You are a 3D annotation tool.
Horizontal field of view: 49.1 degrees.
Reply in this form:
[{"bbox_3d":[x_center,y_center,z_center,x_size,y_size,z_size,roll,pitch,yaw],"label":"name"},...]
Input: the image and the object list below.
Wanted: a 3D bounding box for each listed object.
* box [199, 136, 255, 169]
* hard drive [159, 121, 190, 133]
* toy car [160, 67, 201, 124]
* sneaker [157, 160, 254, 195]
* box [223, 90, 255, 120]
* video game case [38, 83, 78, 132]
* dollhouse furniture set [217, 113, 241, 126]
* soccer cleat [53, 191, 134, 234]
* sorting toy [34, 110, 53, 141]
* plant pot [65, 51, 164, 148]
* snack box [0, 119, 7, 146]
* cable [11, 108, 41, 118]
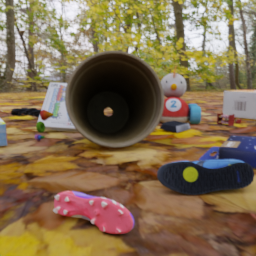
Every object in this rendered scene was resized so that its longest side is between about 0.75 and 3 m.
[{"bbox_3d":[3.496,0.636,7.159,2.998,0.486,1.816,4,10,28],"label":"box"},{"bbox_3d":[1.958,-0.068,11.572,0.873,0.274,1.294,13,14,34],"label":"hard drive"},{"bbox_3d":[2.200,-1.667,13.726,2.533,2.748,2.431,1,10,7],"label":"toy car"},{"bbox_3d":[1.425,0.915,5.410,1.828,0.603,0.717,-1,-3,-6],"label":"sneaker"},{"bbox_3d":[6.954,-1.375,15.815,2.738,1.456,2.085,-10,14,-44],"label":"box"},{"bbox_3d":[-2.411,-0.902,11.627,2.197,0.286,2.414,4,54,1],"label":"video game case"},{"bbox_3d":[4.828,-0.439,13.151,1.284,0.522,0.691,-7,12,-36],"label":"dollhouse furniture set"},{"bbox_3d":[-0.481,1.191,4.121,1.355,0.452,0.518,5,-1,26],"label":"soccer cleat"},{"bbox_3d":[-2.870,-0.104,9.692,0.410,1.192,0.413,-4,-31,22],"label":"sorting toy"},{"bbox_3d":[-0.541,-0.741,9.412,2.941,2.941,2.552,-2,-6,-9],"label":"plant pot"},{"bbox_3d":[-5.101,0.140,9.092,1.924,0.772,2.281,-6,10,-30],"label":"snack box"},{"bbox_3d":[-4.808,-0.787,13.997,1.846,0.575,2.262,14,7,40],"label":"cable"}]
